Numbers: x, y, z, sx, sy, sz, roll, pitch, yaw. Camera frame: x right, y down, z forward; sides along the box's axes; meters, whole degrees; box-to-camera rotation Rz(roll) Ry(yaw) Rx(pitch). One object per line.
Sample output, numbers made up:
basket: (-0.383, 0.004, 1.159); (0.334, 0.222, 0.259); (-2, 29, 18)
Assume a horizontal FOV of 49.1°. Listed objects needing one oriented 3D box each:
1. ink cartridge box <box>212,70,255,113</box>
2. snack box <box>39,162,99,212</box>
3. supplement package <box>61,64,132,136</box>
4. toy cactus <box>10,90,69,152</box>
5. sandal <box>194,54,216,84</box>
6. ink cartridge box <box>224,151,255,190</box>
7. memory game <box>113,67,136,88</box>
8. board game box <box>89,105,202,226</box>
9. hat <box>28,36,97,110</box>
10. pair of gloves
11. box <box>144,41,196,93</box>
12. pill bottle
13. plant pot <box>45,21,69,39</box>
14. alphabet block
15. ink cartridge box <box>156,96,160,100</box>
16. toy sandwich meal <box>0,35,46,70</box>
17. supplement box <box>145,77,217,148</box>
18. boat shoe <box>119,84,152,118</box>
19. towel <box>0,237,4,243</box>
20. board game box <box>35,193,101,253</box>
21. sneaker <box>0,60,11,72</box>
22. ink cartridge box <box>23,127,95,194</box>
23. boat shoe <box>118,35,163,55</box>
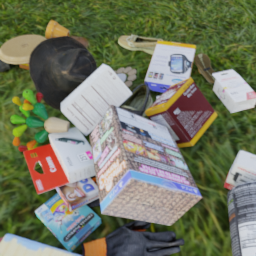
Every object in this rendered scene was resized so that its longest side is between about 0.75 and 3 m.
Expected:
ink cartridge box: (4.031, -1.460, 10.859); (1.021, 0.592, 1.753); (-13, 50, -11)
snack box: (-1.829, 1.310, 8.175); (0.919, 0.311, 2.558); (-20, 40, -29)
supplement package: (-1.089, -0.950, 9.215); (2.033, 1.192, 1.188); (-42, 22, 1)
toy cactus: (-2.711, -0.135, 8.698); (1.765, 2.139, 1.094); (8, 18, 0)
sandal: (3.280, -2.480, 11.948); (0.659, 0.443, 1.640); (-15, 64, -10)
ink cartridge box: (3.344, 1.334, 7.851); (0.912, 1.263, 0.529); (21, 51, 18)
memory game: (-0.471, -1.788, 10.998); (1.773, 0.113, 1.773); (-20, 40, 18)
board game box: (0.310, 0.932, 7.300); (2.086, 1.267, 2.617); (21, 32, -29)
hat: (-1.902, -1.998, 9.905); (1.176, 2.916, 2.916); (-2, 38, 42)
pair of gloves: (0.001, 2.330, 7.555); (2.596, 0.360, 2.914); (-6, 48, -5)
box: (1.730, -2.396, 11.557); (1.690, 0.589, 2.840); (12, 60, 11)
pill bottle: (3.131, 2.732, 6.483); (1.430, 1.430, 2.692); (7, 49, 6)
plant pot: (-3.354, -4.508, 13.472); (0.920, 1.005, 1.005); (18, 48, -5)
alphabet block: (-1.829, 3.532, 5.412); (1.910, 1.921, 1.956); (10, 49, 11)
ink cartridge box: (1.412, -0.649, 10.115); (0.608, 0.592, 0.946); (-9, 48, -8)
toy sandwich meal: (-4.372, -3.246, 12.372); (2.540, 0.870, 2.540); (-2, 45, 2)
supplement box: (1.691, -0.453, 8.920); (1.529, 1.029, 1.550); (-45, 104, -26)
boat shoe: (-0.031, -0.387, 9.523); (1.065, 0.980, 2.981); (14, 50, 24)
towel: (-3.384, 3.142, 6.999); (0.921, 0.105, 0.664); (-15, 47, -15)
board game box: (-1.608, 2.400, 7.511); (1.431, 0.336, 1.080); (34, 56, 27)
sneaker: (-5.725, -2.921, 12.263); (0.650, 0.544, 1.431); (-35, 54, -20)
ink cartridge box: (-1.990, 0.833, 8.163); (1.796, 0.451, 2.069); (-15, 36, -24)
boat shoe: (0.580, -4.029, 13.123); (2.238, 0.704, 0.816); (23, 51, 19)
